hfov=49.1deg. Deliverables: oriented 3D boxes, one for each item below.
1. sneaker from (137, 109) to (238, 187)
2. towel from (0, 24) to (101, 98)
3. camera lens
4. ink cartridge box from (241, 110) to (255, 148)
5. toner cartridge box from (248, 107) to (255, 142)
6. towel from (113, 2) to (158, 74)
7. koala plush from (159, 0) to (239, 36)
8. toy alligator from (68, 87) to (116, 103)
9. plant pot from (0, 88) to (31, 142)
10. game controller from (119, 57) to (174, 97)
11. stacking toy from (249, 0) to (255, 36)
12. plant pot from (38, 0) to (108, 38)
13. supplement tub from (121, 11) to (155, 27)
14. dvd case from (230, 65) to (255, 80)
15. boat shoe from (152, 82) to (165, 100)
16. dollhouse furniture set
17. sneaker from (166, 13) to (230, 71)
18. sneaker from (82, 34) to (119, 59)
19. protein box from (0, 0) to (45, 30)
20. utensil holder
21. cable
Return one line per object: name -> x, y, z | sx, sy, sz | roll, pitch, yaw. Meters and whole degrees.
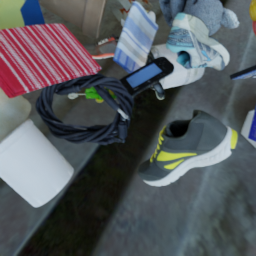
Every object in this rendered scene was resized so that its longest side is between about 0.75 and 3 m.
sneaker -> 0.809, 0.319, 4.889 | 0.889, 2.101, 0.782 | 44, 42, -13
towel -> -1.509, -1.231, 4.776 | 1.843, 0.207, 1.333 | -29, 74, -43
camera lens -> 1.546, -2.250, 10.103 | 1.937, 1.550, 1.550 | -13, 46, -14
ink cartridge box -> 4.826, 0.044, 8.183 | 2.297, 0.962, 1.667 | -17, 47, -17
toner cartridge box -> 2.166, -0.023, 3.958 | 0.297, 0.653, 1.375 | 12, 8, 0
towel -> 0.257, -2.483, 8.076 | 0.217, 1.338, 1.821 | 14, 82, 37
koala plush -> 2.054, -3.464, 8.209 | 2.041, 2.115, 2.301 | -11, 48, -8
toy alligator -> -0.695, -0.836, 6.438 | 1.344, 0.398, 0.365 | 1, 60, -13
plant pot -> -2.981, -0.460, 5.671 | 1.756, 1.607, 1.756 | -31, 39, 29
game controller -> 0.415, -1.293, 7.158 | 1.543, 0.325, 0.805 | -31, 35, -1
stacking toy -> 3.984, -3.275, 7.865 | 2.399, 1.753, 1.753 | 42, 42, -21
plant pot -> -1.638, -4.207, 8.678 | 2.034, 2.333, 2.333 | 15, 44, -8
supplement tub -> 0.475, -5.138, 13.417 | 1.421, 1.026, 1.026 | 19, 48, 18
dvd case -> 3.779, -1.647, 7.807 | 1.699, 1.212, 0.149 | -12, 85, -43
boat shoe -> 0.869, -1.247, 8.298 | 0.301, 0.267, 0.807 | -17, 82, -14
dollhouse furniture set -> 0.243, -4.645, 10.027 | 0.833, 1.600, 1.617 | 52, 38, 5
sneaker -> 1.655, -1.856, 6.915 | 2.242, 0.968, 0.870 | 22, 12, -43
sneaker -> -0.858, -3.547, 11.822 | 2.411, 0.987, 0.929 | 0, 45, 0
protein box -> -3.324, -2.164, 7.024 | 2.226, 2.210, 1.502 | -14, 4, 30
utensil holder -> -1.787, 0.647, 5.146 | 1.081, 1.271, 1.081 | -37, 17, 13
cable -> -1.007, -0.416, 6.068 | 2.186, 1.784, 0.555 | 12, 39, 6
